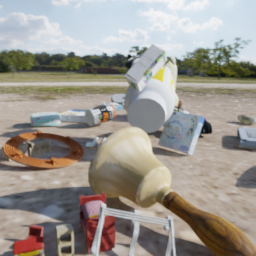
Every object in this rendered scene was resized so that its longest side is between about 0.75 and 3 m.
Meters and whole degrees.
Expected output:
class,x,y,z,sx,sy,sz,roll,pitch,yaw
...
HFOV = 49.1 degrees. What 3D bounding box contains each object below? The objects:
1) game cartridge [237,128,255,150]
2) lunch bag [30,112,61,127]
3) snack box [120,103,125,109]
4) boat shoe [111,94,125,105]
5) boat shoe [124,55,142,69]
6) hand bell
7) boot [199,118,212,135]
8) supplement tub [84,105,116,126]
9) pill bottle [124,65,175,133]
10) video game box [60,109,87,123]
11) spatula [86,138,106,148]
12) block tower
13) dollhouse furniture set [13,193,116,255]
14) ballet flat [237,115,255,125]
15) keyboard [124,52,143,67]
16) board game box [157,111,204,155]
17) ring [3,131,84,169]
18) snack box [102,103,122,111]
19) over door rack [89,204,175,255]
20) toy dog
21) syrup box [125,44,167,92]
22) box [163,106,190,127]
class,x,y,z,sx,sy,sz,roll,pitch,yaw
game cartridge,4.239,0.350,9.114,1.238,0.386,1.859,9,15,17
lunch bag,-3.491,-0.342,11.786,1.264,0.487,1.014,-3,16,-12
snack box,0.022,-1.339,16.661,0.704,0.262,0.991,4,13,16
boat shoe,-0.054,-1.757,17.524,2.087,0.716,0.591,4,-11,-13
boat shoe,0.361,-2.261,9.730,0.515,0.556,1.507,19,33,21
hand bell,0.758,1.179,4.318,1.461,1.461,2.807,-11,30,-40
boot,2.275,-0.001,10.297,1.244,0.562,1.518,-6,12,0
supplement tub,-1.135,-0.546,11.578,1.181,0.724,0.724,-20,22,-37
pill bottle,0.642,-0.904,8.121,1.398,1.398,2.495,2,29,9
video game box,-2.281,-0.577,13.106,1.420,0.365,1.559,6,14,13
spatula,-0.834,0.462,9.135,0.905,0.105,1.302,0,13,4
block tower,-2.862,0.605,7.929,1.305,0.352,0.377,-11,18,-42
dollhouse furniture set,-0.892,1.405,3.967,1.349,0.549,0.726,-4,14,-18
ballet flat,5.069,-0.343,12.162,0.334,0.395,1.045,-30,19,-17
keyboard,0.235,-2.402,10.715,0.794,1.249,0.129,25,54,-1
board game box,1.540,0.119,8.272,1.144,1.139,0.248,15,-8,46
ring,-2.270,0.511,7.668,2.119,0.203,2.119,11,19,-4
snack box,-0.944,-1.229,16.189,0.816,0.260,1.404,-4,13,-17
over door rack,0.068,1.559,3.278,1.044,0.471,1.413,11,26,-5
toy dog,1.705,-1.825,13.155,1.782,2.555,2.477,9,-24,-33
syrup box,0.450,-1.508,7.064,0.456,1.119,0.441,37,-7,20
box,1.400,-0.434,10.134,1.322,0.325,1.066,17,-34,-27
